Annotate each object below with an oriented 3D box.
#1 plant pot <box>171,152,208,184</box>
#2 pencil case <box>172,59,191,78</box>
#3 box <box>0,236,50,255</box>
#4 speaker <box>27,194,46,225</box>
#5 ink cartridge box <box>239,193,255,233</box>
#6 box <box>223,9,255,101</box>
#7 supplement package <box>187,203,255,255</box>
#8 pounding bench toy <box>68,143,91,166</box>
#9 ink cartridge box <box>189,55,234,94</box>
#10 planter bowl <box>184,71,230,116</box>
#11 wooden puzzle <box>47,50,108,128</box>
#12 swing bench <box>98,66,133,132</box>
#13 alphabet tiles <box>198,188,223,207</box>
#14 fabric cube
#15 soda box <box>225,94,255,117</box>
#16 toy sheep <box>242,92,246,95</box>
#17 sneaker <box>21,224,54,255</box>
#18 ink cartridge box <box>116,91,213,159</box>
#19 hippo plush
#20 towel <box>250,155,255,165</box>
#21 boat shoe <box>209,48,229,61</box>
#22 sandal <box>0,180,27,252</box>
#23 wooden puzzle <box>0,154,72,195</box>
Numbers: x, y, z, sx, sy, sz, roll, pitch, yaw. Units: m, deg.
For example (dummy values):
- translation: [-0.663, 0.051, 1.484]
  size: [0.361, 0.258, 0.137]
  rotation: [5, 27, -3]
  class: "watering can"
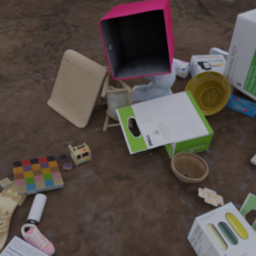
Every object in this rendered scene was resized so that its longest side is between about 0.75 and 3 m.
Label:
- translation: [1.863, 1.345, 8.749]
  size: [1.156, 0.534, 1.156]
  rotation: [6, 38, -5]
  class: "plant pot"
- translation: [1.964, -2.834, 12.884]
  size: [1.734, 0.721, 0.786]
  rotation: [22, 28, 22]
  class: "pencil case"
- translation: [-2.517, 3.498, 6.483]
  size: [1.275, 0.727, 1.386]
  rotation: [20, 49, 18]
  class: "box"
- translation: [-2.593, 2.307, 7.981]
  size: [0.329, 0.329, 0.810]
  rotation: [3, 44, 3]
  class: "speaker"
- translation: [3.863, 2.514, 6.859]
  size: [2.192, 1.595, 0.526]
  rotation: [30, 45, 27]
  class: "ink cartridge box"
- translation: [5.305, -2.707, 9.987]
  size: [2.665, 2.651, 2.282]
  rotation: [-23, 47, -22]
  class: "box"
- translation: [2.399, 2.885, 6.809]
  size: [1.130, 1.122, 1.489]
  rotation: [-17, 47, -18]
  class: "supplement package"
- translation: [-1.618, 0.782, 9.409]
  size: [0.586, 0.467, 0.751]
  rotation: [-20, 48, -23]
  class: "pounding bench toy"
- translation: [3.651, -2.357, 12.333]
  size: [1.460, 0.830, 2.003]
  rotation: [-3, 45, -3]
  class: "ink cartridge box"
- translation: [3.187, -1.274, 11.053]
  size: [1.799, 0.749, 1.799]
  rotation: [-7, 76, 31]
  class: "planter bowl"
- translation: [-1.974, -1.520, 10.798]
  size: [2.245, 2.427, 0.452]
  rotation: [33, 16, 29]
  class: "wooden puzzle"
- translation: [-0.535, -1.126, 10.447]
  size: [1.138, 1.744, 1.754]
  rotation: [-8, 46, -8]
  class: "swing bench"
- translation: [2.411, 2.023, 8.204]
  size: [0.737, 0.055, 0.753]
  rotation: [20, 21, 6]
  class: "alphabet tiles"
- translation: [0.423, -3.044, 9.478]
  size: [2.074, 2.035, 2.067]
  rotation: [-4, 33, 15]
  class: "fabric cube"
- translation: [4.512, -0.899, 11.163]
  size: [1.201, 0.407, 0.385]
  rotation: [29, 51, 26]
  class: "soda box"
- translation: [5.068, -1.867, 11.740]
  size: [1.044, 1.044, 1.514]
  rotation: [25, 43, 23]
  class: "toy sheep"
- translation: [-2.375, 2.886, 7.247]
  size: [1.051, 0.549, 0.396]
  rotation: [27, 49, 24]
  class: "sneaker"
- translation: [1.160, 0.015, 9.675]
  size: [2.761, 1.046, 2.040]
  rotation: [-14, 53, -7]
  class: "ink cartridge box"
- translation: [0.982, -1.494, 10.661]
  size: [1.934, 1.952, 2.428]
  rotation: [-26, 50, -24]
  class: "hippo plush"
- translation: [4.777, 1.004, 9.350]
  size: [0.911, 0.237, 1.375]
  rotation: [34, 51, 31]
  class: "towel"
- translation: [4.880, -3.332, 13.468]
  size: [0.703, 0.742, 2.121]
  rotation: [-25, 42, -21]
  class: "boat shoe"
- translation: [-3.600, 2.353, 7.549]
  size: [0.963, 0.864, 2.626]
  rotation: [10, 46, 9]
  class: "sandal"
- translation: [-2.806, 1.451, 8.714]
  size: [2.240, 0.157, 1.328]
  rotation: [-7, 39, -24]
  class: "wooden puzzle"
